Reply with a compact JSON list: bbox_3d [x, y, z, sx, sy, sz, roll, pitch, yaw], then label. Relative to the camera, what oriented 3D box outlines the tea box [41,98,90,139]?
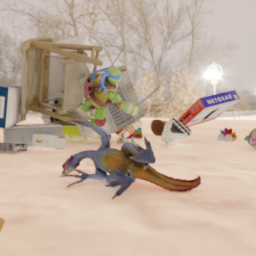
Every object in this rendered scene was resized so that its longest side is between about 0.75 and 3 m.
[{"bbox_3d":[-2.830,-0.414,13.100,1.770,1.202,1.799,2,-32,7],"label":"tea box"}]

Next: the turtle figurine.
[{"bbox_3d":[-0.460,-0.870,8.491,1.751,2.359,2.433,40,36,-1],"label":"turtle figurine"}]

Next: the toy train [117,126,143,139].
[{"bbox_3d":[0.038,0.144,13.670,1.357,0.785,0.574,-1,3,-18],"label":"toy train"}]

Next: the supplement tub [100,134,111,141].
[{"bbox_3d":[-0.952,0.407,12.135,0.462,0.462,0.864,0,4,1],"label":"supplement tub"}]

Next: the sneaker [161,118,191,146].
[{"bbox_3d":[1.695,0.264,10.423,1.051,0.974,2.593,-43,-12,12],"label":"sneaker"}]

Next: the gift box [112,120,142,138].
[{"bbox_3d":[-0.374,-0.404,12.460,1.490,1.375,1.391,38,12,-42],"label":"gift box"}]

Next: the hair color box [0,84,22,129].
[{"bbox_3d":[-4.564,-0.891,10.590,0.875,1.445,2.890,7,6,-7],"label":"hair color box"}]

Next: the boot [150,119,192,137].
[{"bbox_3d":[2.263,0.085,14.997,1.272,0.890,2.372,2,10,-41],"label":"boot"}]

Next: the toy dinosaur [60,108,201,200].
[{"bbox_3d":[-0.388,0.812,5.348,2.507,1.316,2.275,34,-16,-13],"label":"toy dinosaur"}]

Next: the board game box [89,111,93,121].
[{"bbox_3d":[-1.477,-0.201,11.877,0.172,0.826,1.221,-22,34,-6],"label":"board game box"}]

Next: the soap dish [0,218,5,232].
[{"bbox_3d":[-2.147,0.840,1.764,2.059,0.836,1.620,1,4,27],"label":"soap dish"}]

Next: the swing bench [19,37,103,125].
[{"bbox_3d":[-2.566,-1.746,10.696,2.831,2.816,1.837,8,32,-11],"label":"swing bench"}]

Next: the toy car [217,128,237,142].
[{"bbox_3d":[4.440,0.299,12.550,0.718,0.616,0.821,-4,5,-43],"label":"toy car"}]

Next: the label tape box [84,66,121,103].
[{"bbox_3d":[-0.918,-1.352,9.848,1.070,1.484,0.470,-6,-26,41],"label":"label tape box"}]

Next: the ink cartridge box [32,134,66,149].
[{"bbox_3d":[-2.863,0.488,10.123,1.031,0.430,0.748,6,0,41],"label":"ink cartridge box"}]

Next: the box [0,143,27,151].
[{"bbox_3d":[-4.025,0.626,9.199,1.073,0.267,0.846,1,-4,12],"label":"box"}]

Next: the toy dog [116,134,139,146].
[{"bbox_3d":[-0.035,0.467,11.074,0.947,0.456,0.625,2,4,32],"label":"toy dog"}]

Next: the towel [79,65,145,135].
[{"bbox_3d":[-0.535,-1.143,10.983,2.337,2.427,0.419,-26,7,-33],"label":"towel"}]

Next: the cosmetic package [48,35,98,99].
[{"bbox_3d":[-2.733,-2.710,12.519,2.310,1.933,1.921,-13,36,8],"label":"cosmetic package"}]

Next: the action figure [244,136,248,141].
[{"bbox_3d":[5.871,0.422,12.872,1.242,0.340,0.734,-8,6,-11],"label":"action figure"}]

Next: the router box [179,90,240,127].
[{"bbox_3d":[3.442,-0.785,12.096,2.059,0.503,1.848,-15,-20,-26],"label":"router box"}]

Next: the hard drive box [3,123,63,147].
[{"bbox_3d":[-3.840,0.279,11.212,2.093,0.804,1.631,-2,5,-28],"label":"hard drive box"}]

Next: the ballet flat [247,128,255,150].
[{"bbox_3d":[5.444,0.358,9.998,2.921,1.010,1.039,-2,22,-39],"label":"ballet flat"}]
